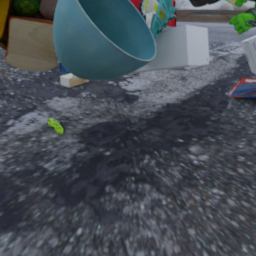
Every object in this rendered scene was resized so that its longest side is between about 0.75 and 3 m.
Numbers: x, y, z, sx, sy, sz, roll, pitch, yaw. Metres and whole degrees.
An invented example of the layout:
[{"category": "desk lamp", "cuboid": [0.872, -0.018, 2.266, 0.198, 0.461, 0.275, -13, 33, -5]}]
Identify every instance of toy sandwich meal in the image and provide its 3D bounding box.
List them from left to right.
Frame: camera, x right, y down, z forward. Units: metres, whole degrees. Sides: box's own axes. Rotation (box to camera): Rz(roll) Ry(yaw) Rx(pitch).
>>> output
[{"category": "toy sandwich meal", "cuboid": [-2.678, -2.864, 7.739, 2.790, 2.790, 0.955, -12, 50, -24]}]

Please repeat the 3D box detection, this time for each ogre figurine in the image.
[{"category": "ogre figurine", "cuboid": [1.992, -2.502, 4.756, 1.092, 0.894, 1.822, -10, 62, -29]}]

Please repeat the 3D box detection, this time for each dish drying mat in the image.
[{"category": "dish drying mat", "cuboid": [0.568, -4.249, 10.176, 2.493, 0.958, 0.227, 16, 50, 25]}]

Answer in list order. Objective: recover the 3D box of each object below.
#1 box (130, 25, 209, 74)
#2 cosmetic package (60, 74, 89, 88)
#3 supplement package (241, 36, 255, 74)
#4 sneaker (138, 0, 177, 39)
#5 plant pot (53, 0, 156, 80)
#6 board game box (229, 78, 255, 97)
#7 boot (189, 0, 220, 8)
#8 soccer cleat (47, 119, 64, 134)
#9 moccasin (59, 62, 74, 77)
[{"category": "box", "cuboid": [1.165, -2.431, 8.925, 2.350, 1.145, 1.462, 3, 14, 39]}, {"category": "cosmetic package", "cuboid": [-2.487, -2.271, 13.046, 0.644, 0.435, 1.225, 19, 32, 34]}, {"category": "supplement package", "cuboid": [3.529, -1.913, 6.392, 1.500, 0.853, 0.822, -21, 9, 16]}, {"category": "sneaker", "cuboid": [0.820, -3.041, 7.635, 1.035, 2.598, 1.007, 3, 29, -17]}, {"category": "plant pot", "cuboid": [-0.670, -1.800, 5.702, 1.437, 2.133, 2.133, -36, 6, 34]}, {"category": "board game box", "cuboid": [5.386, -1.534, 10.825, 2.540, 0.247, 1.307, 0, -18, 1]}, {"category": "boot", "cuboid": [0.974, -2.746, 5.433, 1.128, 0.598, 1.714, 25, 6, -38]}, {"category": "soccer cleat", "cuboid": [-2.144, -0.071, 8.642, 0.397, 0.331, 0.979, -2, 22, -40]}, {"category": "moccasin", "cuboid": [-1.286, -2.013, 8.015, 0.897, 1.059, 2.632, -5, 8, -29]}]
